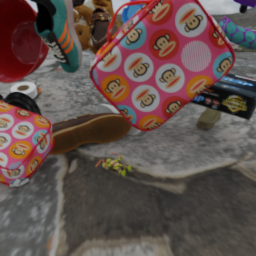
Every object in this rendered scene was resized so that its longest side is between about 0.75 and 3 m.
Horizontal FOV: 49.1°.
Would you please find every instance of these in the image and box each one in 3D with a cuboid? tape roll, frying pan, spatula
[{"bbox_3d":[-4.877,-1.706,13.126,1.138,0.398,1.138,1,39,-1],"label":"tape roll"},{"bbox_3d":[-3.901,-0.578,9.167,0.423,1.570,2.596,-24,-22,27],"label":"frying pan"},{"bbox_3d":[3.545,-3.772,8.530,0.698,0.254,2.470,25,20,13],"label":"spatula"}]

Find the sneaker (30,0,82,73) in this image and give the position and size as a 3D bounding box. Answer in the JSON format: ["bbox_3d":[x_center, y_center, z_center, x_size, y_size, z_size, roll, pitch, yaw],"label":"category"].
[{"bbox_3d":[-1.996,-2.502,7.620,0.925,2.592,1.036,28,54,28],"label":"sneaker"}]

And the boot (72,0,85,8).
[{"bbox_3d":[-2.016,-4.173,8.972,1.186,0.410,1.032,-21,-9,33],"label":"boot"}]

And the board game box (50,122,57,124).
[{"bbox_3d":[-2.774,0.029,9.453,1.154,0.356,1.153,-11,31,-23],"label":"board game box"}]

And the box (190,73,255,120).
[{"bbox_3d":[2.562,-1.291,8.762,2.958,0.680,2.351,21,28,23],"label":"box"}]

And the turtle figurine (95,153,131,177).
[{"bbox_3d":[-0.355,1.009,7.378,0.749,0.299,0.928,25,28,32],"label":"turtle figurine"}]

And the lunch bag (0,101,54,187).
[{"bbox_3d":[-3.322,0.399,7.098,2.405,0.985,2.118,21,49,11],"label":"lunch bag"}]

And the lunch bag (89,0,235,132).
[{"bbox_3d":[0.580,-1.606,6.378,2.942,2.591,1.205,-37,21,19],"label":"lunch bag"}]

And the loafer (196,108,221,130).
[{"bbox_3d":[2.988,-0.439,10.337,0.655,0.581,1.722,14,27,28],"label":"loafer"}]

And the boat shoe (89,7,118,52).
[{"bbox_3d":[-0.916,-3.374,9.457,0.999,0.998,2.838,-32,31,11],"label":"boat shoe"}]

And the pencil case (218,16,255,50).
[{"bbox_3d":[3.901,-3.317,9.876,1.563,0.722,0.665,15,39,-12],"label":"pencil case"}]

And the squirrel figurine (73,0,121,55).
[{"bbox_3d":[-1.434,-4.112,12.050,1.880,2.656,2.479,-9,56,36],"label":"squirrel figurine"}]

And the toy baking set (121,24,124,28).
[{"bbox_3d":[-0.583,-3.016,10.635,0.250,1.649,2.149,33,51,-19],"label":"toy baking set"}]

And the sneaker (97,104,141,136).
[{"bbox_3d":[-0.101,-0.400,10.178,2.036,0.750,1.176,29,34,31],"label":"sneaker"}]

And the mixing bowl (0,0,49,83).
[{"bbox_3d":[-3.757,-2.955,9.505,2.820,2.820,1.527,7,12,15],"label":"mixing bowl"}]

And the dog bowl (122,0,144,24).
[{"bbox_3d":[0.405,-4.121,9.483,0.901,1.616,0.400,24,8,4],"label":"dog bowl"}]

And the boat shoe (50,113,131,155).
[{"bbox_3d":[-1.314,-0.007,8.802,2.808,0.988,0.987,-11,31,-23],"label":"boat shoe"}]

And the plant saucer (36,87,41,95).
[{"bbox_3d":[-4.946,-1.777,13.899,1.257,0.203,1.257,-1,24,0],"label":"plant saucer"}]
